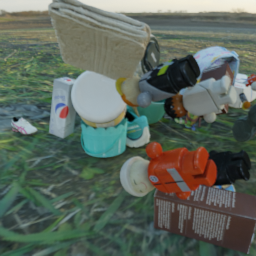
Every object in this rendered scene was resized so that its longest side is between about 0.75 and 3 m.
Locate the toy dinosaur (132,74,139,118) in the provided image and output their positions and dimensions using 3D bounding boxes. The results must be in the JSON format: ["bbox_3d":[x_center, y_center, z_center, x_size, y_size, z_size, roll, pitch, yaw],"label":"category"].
[{"bbox_3d":[0.103,-0.981,9.672,0.859,1.700,0.495,7,22,35],"label":"toy dinosaur"}]

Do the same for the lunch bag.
[{"bbox_3d":[3.282,-2.078,11.700,1.721,2.707,2.295,34,18,-17],"label":"lunch bag"}]

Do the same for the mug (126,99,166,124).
[{"bbox_3d":[0.603,-1.022,10.812,1.610,1.212,1.960,0,40,-24],"label":"mug"}]

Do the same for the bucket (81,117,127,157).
[{"bbox_3d":[-0.755,0.220,8.876,1.535,0.999,1.535,-2,19,1],"label":"bucket"}]

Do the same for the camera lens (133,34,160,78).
[{"bbox_3d":[0.082,-2.623,10.190,1.942,1.553,1.553,13,28,30],"label":"camera lens"}]

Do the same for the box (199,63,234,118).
[{"bbox_3d":[2.355,-1.038,7.653,0.770,0.576,1.537,-11,39,38],"label":"box"}]

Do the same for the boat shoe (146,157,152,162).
[{"bbox_3d":[0.716,0.875,8.474,0.283,0.284,0.767,12,28,23],"label":"boat shoe"}]

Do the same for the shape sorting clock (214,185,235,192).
[{"bbox_3d":[1.833,1.524,7.063,1.646,0.323,1.646,0,25,0],"label":"shape sorting clock"}]

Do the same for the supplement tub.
[{"bbox_3d":[-0.780,-0.739,8.161,1.476,1.476,2.040,-1,-8,-2],"label":"supplement tub"}]

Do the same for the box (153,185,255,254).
[{"bbox_3d":[1.541,1.747,5.775,1.954,0.978,0.732,11,33,20],"label":"box"}]

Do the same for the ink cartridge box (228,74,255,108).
[{"bbox_3d":[5.090,-1.851,13.371,1.682,1.013,2.315,23,35,38],"label":"ink cartridge box"}]

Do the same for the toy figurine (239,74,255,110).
[{"bbox_3d":[4.268,-1.069,9.070,1.136,1.118,0.790,13,37,-3],"label":"toy figurine"}]

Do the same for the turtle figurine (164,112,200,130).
[{"bbox_3d":[1.860,-0.614,9.141,0.936,1.261,1.301,-16,57,-26],"label":"turtle figurine"}]

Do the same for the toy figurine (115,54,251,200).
[{"bbox_3d":[1.112,0.085,6.049,1.945,2.752,2.796,-17,-15,40],"label":"toy figurine"}]

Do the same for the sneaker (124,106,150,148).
[{"bbox_3d":[-0.238,-0.335,10.019,1.115,1.146,2.878,-20,31,-35],"label":"sneaker"}]

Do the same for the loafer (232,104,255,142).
[{"bbox_3d":[3.803,-0.130,8.359,0.661,2.101,0.755,-13,69,-7],"label":"loafer"}]

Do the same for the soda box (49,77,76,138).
[{"bbox_3d":[-1.923,-0.602,8.423,0.548,1.727,0.589,20,24,17],"label":"soda box"}]

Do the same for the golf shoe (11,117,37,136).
[{"bbox_3d":[-3.809,-0.064,10.170,1.168,0.538,0.424,14,28,24],"label":"golf shoe"}]

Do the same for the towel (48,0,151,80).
[{"bbox_3d":[-0.573,-1.624,5.596,1.750,0.455,2.641,18,-9,-6],"label":"towel"}]
